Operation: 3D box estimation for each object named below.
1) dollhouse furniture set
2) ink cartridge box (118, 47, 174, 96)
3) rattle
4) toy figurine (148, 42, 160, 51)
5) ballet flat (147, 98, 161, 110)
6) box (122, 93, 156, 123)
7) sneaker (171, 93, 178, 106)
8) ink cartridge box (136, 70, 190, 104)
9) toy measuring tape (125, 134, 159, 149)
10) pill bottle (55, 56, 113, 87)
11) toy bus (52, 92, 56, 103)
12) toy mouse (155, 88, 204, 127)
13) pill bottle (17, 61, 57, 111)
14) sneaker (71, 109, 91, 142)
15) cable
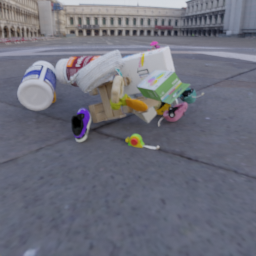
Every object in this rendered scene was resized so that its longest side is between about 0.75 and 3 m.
[{"bbox_3d":[-0.243,-1.045,9.857,1.136,1.331,2.567,-21,9,-40],"label":"dollhouse furniture set"},{"bbox_3d":[0.650,-1.967,9.666,1.669,1.207,1.229,-8,20,22],"label":"ink cartridge box"},{"bbox_3d":[0.033,-1.046,7.355,0.981,0.894,1.373,-7,31,15],"label":"rattle"},{"bbox_3d":[1.205,-3.543,12.674,0.751,0.691,0.564,21,42,-1],"label":"toy figurine"},{"bbox_3d":[1.172,-1.750,11.818,0.736,0.736,2.084,3,60,7],"label":"ballet flat"},{"bbox_3d":[0.332,-0.843,10.648,0.522,0.628,1.528,-47,52,-8],"label":"box"},{"bbox_3d":[1.860,-1.326,11.393,0.362,0.884,0.327,-28,1,-26],"label":"sneaker"},{"bbox_3d":[0.915,-1.161,7.692,0.771,0.441,1.486,-43,26,-9],"label":"ink cartridge box"},{"bbox_3d":[0.439,0.425,8.921,1.120,0.412,0.412,8,22,20],"label":"toy measuring tape"},{"bbox_3d":[-1.737,-2.200,10.988,2.088,1.192,1.192,6,21,28],"label":"pill bottle"},{"bbox_3d":[-4.430,-1.794,14.062,1.111,0.924,2.838,-10,23,-28],"label":"toy bus"},{"bbox_3d":[2.095,-0.907,11.326,2.306,0.502,2.595,-16,29,36],"label":"toy mouse"},{"bbox_3d":[-3.547,-1.766,11.206,1.290,1.290,2.229,-2,35,-6],"label":"pill bottle"},{"bbox_3d":[-1.624,-0.271,9.477,0.499,0.713,1.435,-13,46,11],"label":"sneaker"},{"bbox_3d":[-0.863,-1.733,8.632,1.636,0.566,1.636,-31,4,35],"label":"cable"}]
